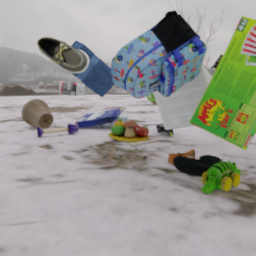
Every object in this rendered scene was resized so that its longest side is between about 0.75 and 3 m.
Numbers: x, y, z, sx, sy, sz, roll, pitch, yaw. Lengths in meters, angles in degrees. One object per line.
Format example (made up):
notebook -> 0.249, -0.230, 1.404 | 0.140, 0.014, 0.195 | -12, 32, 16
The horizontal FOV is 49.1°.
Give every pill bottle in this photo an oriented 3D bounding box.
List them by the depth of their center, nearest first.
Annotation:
pill bottle -> -2.485, -1.727, 12.459 | 1.056, 0.602, 0.602 | 4, 10, -7

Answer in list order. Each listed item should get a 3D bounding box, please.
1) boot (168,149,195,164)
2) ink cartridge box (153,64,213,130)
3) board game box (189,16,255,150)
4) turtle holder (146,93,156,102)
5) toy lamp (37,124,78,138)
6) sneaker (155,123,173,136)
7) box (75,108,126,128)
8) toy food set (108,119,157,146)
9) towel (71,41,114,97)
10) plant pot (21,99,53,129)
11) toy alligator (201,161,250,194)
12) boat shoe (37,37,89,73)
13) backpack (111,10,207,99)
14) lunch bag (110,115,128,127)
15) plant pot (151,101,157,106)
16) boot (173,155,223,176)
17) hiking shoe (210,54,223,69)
boot -> 1.871, 0.988, 9.794 | 0.908, 0.432, 1.174 | 0, 8, 16
ink cartridge box -> 1.714, -1.365, 8.844 | 0.676, 2.696, 2.186 | -19, 6, -39
board game box -> 2.846, -1.064, 6.851 | 1.457, 2.869, 0.683 | 30, 10, 30
turtle holder -> 1.204, -2.253, 10.566 | 1.934, 2.546, 1.808 | 40, 3, 40
toy lamp -> -3.557, 0.115, 14.278 | 2.044, 0.595, 0.595 | -4, 11, -28
sneaker -> 1.887, 0.085, 14.510 | 0.762, 0.696, 1.883 | -7, 3, -2
box -> -1.541, -0.598, 16.493 | 2.777, 0.450, 1.682 | -9, 17, 21
toy food set -> 0.129, 0.059, 13.516 | 1.676, 0.930, 2.849 | -6, 12, -29
towel -> -1.526, -2.350, 11.217 | 1.257, 2.252, 0.547 | -40, 19, 28
plant pot -> -5.177, -0.691, 16.471 | 1.683, 1.683, 1.460 | -9, 29, -42
toy alligator -> 2.768, 1.216, 7.817 | 2.412, 0.654, 0.715 | -9, 14, -42
boat shoe -> -2.033, -2.260, 8.579 | 2.094, 0.748, 0.626 | 31, 5, 34
backpack -> 0.668, -1.555, 7.051 | 2.098, 1.411, 1.915 | -33, -19, -12
lunch bag -> -0.610, -0.428, 17.311 | 1.191, 0.573, 1.485 | -4, 10, -8
plant pot -> 1.869, -1.803, 12.969 | 2.032, 2.032, 0.279 | -4, 39, -22
boot -> 2.244, 1.108, 8.860 | 1.386, 0.513, 1.136 | 14, 17, 27
hiking shoe -> 3.759, -2.185, 10.898 | 1.527, 0.769, 0.578 | 33, 20, -36
